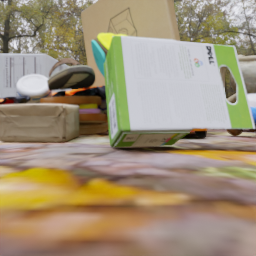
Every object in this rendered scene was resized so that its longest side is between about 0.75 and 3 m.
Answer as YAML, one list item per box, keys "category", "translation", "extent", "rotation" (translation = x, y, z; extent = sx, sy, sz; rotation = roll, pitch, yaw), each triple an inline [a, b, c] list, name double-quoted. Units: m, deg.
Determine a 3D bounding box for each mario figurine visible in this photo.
- category: "mario figurine"
  translation: [2.142, -0.047, 3.843]
  extent: [1.036, 0.889, 1.678]
  rotation: [-45, 8, -17]

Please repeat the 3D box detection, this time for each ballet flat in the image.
- category: "ballet flat"
  translation: [-0.008, -0.942, 4.715]
  extent: [0.965, 0.962, 2.879]
  rotation: [-10, 38, -7]

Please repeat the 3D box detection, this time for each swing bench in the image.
- category: "swing bench"
  translation: [4.119, -1.119, 7.514]
  extent: [2.621, 1.700, 2.607]
  rotation: [-9, 15, -37]

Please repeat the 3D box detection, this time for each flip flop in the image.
- category: "flip flop"
  translation: [-1.098, -0.963, 5.039]
  extent: [0.748, 0.531, 1.844]
  rotation: [-3, 6, -19]

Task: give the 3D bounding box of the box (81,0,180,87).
- category: "box"
  translation: [0.015, -1.650, 6.088]
  extent: [2.418, 2.958, 0.315]
  rotation: [-15, -10, 39]

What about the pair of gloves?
- category: "pair of gloves"
  translation: [-1.713, -0.511, 5.434]
  extent: [2.717, 0.336, 2.421]
  rotation: [-13, 10, -29]

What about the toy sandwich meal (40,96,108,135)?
- category: "toy sandwich meal"
  translation: [-1.149, -0.237, 5.283]
  extent: [1.872, 0.641, 1.872]
  rotation: [0, 3, 0]

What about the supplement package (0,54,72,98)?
- category: "supplement package"
  translation: [-3.165, -1.270, 10.020]
  extent: [1.593, 2.238, 2.874]
  rotation: [0, 3, 4]

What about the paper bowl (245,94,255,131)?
- category: "paper bowl"
  translation: [2.739, -0.350, 5.770]
  extent: [1.160, 0.603, 1.160]
  rotation: [-1, 16, 0]

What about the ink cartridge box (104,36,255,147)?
- category: "ink cartridge box"
  translation: [0.509, -0.364, 3.028]
  extent: [1.421, 1.050, 0.538]
  rotation: [0, -20, -15]

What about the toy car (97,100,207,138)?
- category: "toy car"
  translation: [0.162, -0.369, 5.035]
  extent: [2.795, 0.930, 1.371]
  rotation: [3, 4, 33]

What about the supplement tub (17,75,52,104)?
- category: "supplement tub"
  translation: [-2.038, -0.566, 6.243]
  extent: [0.717, 1.087, 0.717]
  rotation: [6, 47, -6]

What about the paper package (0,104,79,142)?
- category: "paper package"
  translation: [-1.189, -0.083, 3.902]
  extent: [0.902, 0.490, 0.947]
  rotation: [0, 4, 2]
